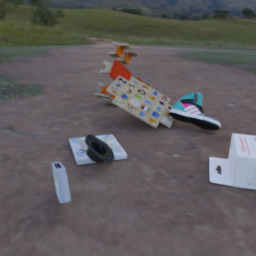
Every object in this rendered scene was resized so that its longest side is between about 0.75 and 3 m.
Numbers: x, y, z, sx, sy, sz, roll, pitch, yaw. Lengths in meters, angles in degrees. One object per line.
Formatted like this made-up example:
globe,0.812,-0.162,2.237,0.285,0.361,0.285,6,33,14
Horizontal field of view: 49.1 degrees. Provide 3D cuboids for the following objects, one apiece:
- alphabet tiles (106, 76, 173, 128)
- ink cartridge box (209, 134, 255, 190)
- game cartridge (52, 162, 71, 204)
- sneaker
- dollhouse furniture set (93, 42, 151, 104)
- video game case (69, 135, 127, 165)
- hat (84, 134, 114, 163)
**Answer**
alphabet tiles,0.541,-0.965,9.967,2.526,0.080,2.102,30,38,1
ink cartridge box,3.072,0.770,6.367,2.302,0.781,1.335,5,21,13
game cartridge,-1.283,1.046,5.329,0.208,0.687,1.030,-13,5,-19
sneaker,2.393,-0.618,9.464,1.775,0.742,1.071,21,72,28
dollhouse furniture set,-0.076,-2.119,12.220,1.249,2.424,2.398,16,-6,32
video game case,-0.873,0.561,7.756,1.305,0.158,1.432,-5,21,-18
hat,-0.775,0.595,6.829,0.924,0.373,0.924,39,21,-18
